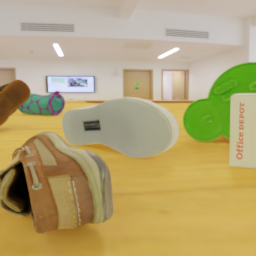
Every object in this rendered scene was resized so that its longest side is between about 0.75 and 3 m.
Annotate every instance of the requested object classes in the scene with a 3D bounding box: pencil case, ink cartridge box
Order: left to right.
[{"bbox_3d":[-4.121,-1.164,13.018,2.454,1.134,1.044,6,2,31],"label":"pencil case"},{"bbox_3d":[2.133,0.017,3.817,1.334,0.982,0.965,4,8,27],"label":"ink cartridge box"}]

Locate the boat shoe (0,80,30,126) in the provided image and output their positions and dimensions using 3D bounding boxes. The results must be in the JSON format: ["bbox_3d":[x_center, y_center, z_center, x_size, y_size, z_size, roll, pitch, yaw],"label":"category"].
[{"bbox_3d":[-3.616,-0.483,7.437,0.927,0.928,2.636,-22,16,22],"label":"boat shoe"}]

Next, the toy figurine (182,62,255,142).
[{"bbox_3d":[2.432,-0.265,6.338,2.163,1.624,1.991,-23,-14,16],"label":"toy figurine"}]

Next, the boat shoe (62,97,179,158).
[{"bbox_3d":[-0.126,-0.092,4.873,2.607,0.959,0.852,8,14,44],"label":"boat shoe"}]

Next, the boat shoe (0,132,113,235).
[{"bbox_3d":[-0.767,0.394,2.313,0.601,0.634,1.673,-14,8,-33],"label":"boat shoe"}]
